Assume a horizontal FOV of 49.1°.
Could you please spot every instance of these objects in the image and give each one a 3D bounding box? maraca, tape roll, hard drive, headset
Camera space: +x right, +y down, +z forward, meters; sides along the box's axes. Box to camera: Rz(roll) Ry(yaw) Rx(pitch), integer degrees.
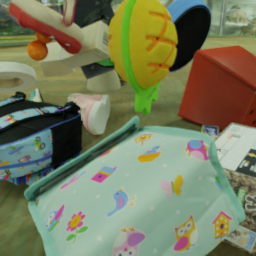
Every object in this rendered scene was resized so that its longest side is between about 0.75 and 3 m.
[{"bbox_3d":[0.388,-1.691,6.668,1.543,2.884,1.977,10,41,26],"label":"maraca"},{"bbox_3d":[-3.555,-1.437,8.169,1.673,0.306,1.673,-11,-9,-2],"label":"tape roll"},{"bbox_3d":[-1.285,-3.455,10.592,1.917,2.843,0.602,-22,31,-5],"label":"hard drive"},{"bbox_3d":[-0.656,-3.065,8.949,1.850,2.996,1.407,12,50,-3],"label":"headset"}]

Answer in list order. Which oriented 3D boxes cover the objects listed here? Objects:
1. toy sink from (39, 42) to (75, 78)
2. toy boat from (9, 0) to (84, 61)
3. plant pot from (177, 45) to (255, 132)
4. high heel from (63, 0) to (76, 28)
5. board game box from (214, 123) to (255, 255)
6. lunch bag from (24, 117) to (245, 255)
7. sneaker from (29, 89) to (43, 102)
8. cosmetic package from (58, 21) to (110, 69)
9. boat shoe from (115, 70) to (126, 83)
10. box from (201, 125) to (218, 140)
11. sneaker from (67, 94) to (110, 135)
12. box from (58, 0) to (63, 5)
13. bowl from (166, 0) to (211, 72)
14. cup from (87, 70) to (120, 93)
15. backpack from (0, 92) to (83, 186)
[{"bbox_3d":[-2.178,-2.272,9.244,1.346,0.754,0.877,-10,57,-5],"label":"toy sink"},{"bbox_3d":[-1.893,-2.075,6.381,1.179,1.181,1.806,40,17,29],"label":"toy boat"},{"bbox_3d":[3.553,-1.161,9.478,2.477,2.479,2.185,-17,42,-34],"label":"plant pot"},{"bbox_3d":[-1.183,-2.438,5.571,0.286,0.849,0.407,7,49,-17],"label":"high heel"},{"bbox_3d":[2.808,1.158,5.046,2.827,1.369,2.254,16,28,33],"label":"board game box"},{"bbox_3d":[-0.184,1.074,4.351,2.396,1.715,2.813,-34,22,-18],"label":"lunch bag"},{"bbox_3d":[-3.623,-0.800,10.375,0.958,0.933,2.406,-13,25,-8],"label":"sneaker"},{"bbox_3d":[-1.155,-2.226,7.661,1.579,0.817,0.577,-4,-18,40],"label":"cosmetic package"},{"bbox_3d":[-0.739,-2.930,15.295,1.939,0.711,0.722,18,6,36],"label":"boat shoe"},{"bbox_3d":[2.244,0.445,7.813,0.489,0.533,1.522,6,24,15],"label":"box"},{"bbox_3d":[-1.470,-0.503,9.422,1.469,1.058,2.810,2,18,2],"label":"sneaker"},{"bbox_3d":[-1.681,-4.462,12.062,1.196,2.184,2.475,-3,25,16],"label":"box"},{"bbox_3d":[1.981,-3.360,10.443,2.880,2.880,0.565,-19,52,-38],"label":"bowl"},{"bbox_3d":[-1.239,-2.587,14.079,1.721,1.231,1.721,0,24,0],"label":"cup"},{"bbox_3d":[-2.612,0.363,6.414,2.397,1.766,2.626,13,25,27],"label":"backpack"}]
